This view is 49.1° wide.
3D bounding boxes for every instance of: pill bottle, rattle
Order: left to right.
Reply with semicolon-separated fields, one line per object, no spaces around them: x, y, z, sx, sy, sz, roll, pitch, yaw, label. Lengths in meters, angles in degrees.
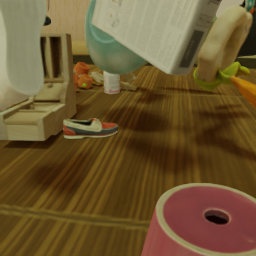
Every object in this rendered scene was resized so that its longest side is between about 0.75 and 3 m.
-0.722;-2.164;12.294;0.694;1.224;0.694;0;23;0;pill bottle
2.775;-1.889;5.976;1.990;1.814;2.786;22;64;41;rattle

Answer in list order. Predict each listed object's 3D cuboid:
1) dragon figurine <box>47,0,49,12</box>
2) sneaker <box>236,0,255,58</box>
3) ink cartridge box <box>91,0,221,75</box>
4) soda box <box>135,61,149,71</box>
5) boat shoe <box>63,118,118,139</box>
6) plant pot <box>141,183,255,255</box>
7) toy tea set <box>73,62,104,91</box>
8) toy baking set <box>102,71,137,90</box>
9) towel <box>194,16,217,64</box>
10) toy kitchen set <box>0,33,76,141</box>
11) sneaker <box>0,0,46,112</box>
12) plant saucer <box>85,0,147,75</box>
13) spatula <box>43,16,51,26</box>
-2.629;-4.526;9.004;0.438;1.490;0.741;-20;10;22;dragon figurine
3.050;-2.868;7.177;1.283;2.416;0.903;-18;38;-4;sneaker
0.393;-2.131;4.429;0.640;1.823;2.243;-5;37;-38;ink cartridge box
-0.053;-2.585;7.680;0.654;1.930;0.618;-29;-13;21;soda box
-1.016;-0.030;7.732;1.535;0.480;0.546;-4;19;-13;boat shoe
0.735;1.390;2.648;1.589;1.422;1.589;-1;21;0;plant pot
-2.460;-2.227;13.327;1.715;1.068;2.884;39;30;13;toy tea set
-0.589;-2.694;12.814;0.308;2.029;2.643;-39;35;-28;toy baking set
2.493;-3.885;10.858;2.015;2.716;0.495;-32;20;50;towel
-3.092;-1.282;7.899;2.414;2.670;2.959;1;17;4;toy kitchen set
-1.828;-1.287;4.152;1.204;2.083;0.768;-18;-22;40;sneaker
-0.248;-2.701;6.739;2.759;2.759;0.531;17;8;37;plant saucer
-3.049;-2.312;6.299;2.874;0.812;0.295;-22;-5;-34;spatula
